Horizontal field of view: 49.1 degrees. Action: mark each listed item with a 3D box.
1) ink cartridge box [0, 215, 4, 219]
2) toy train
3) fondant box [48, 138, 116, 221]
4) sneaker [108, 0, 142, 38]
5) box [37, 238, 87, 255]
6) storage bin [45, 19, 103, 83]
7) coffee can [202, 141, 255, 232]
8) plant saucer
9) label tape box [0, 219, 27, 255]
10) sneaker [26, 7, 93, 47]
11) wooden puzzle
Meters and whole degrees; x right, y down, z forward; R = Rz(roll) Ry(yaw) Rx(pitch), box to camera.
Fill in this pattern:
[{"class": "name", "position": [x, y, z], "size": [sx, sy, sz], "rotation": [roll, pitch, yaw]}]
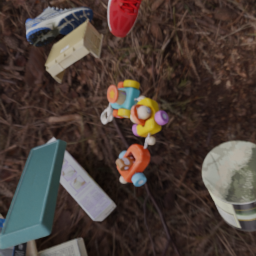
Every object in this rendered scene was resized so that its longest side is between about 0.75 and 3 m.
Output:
[{"class": "ink cartridge box", "position": [-4.328, 3.429, 8.141], "size": [1.065, 1.038, 1.657], "rotation": [43, 76, 13]}, {"class": "toy train", "position": [-0.117, -0.030, 6.327], "size": [1.863, 0.690, 2.480], "rotation": [-53, 45, 24]}, {"class": "fondant box", "position": [-1.478, 1.604, 8.351], "size": [0.731, 1.811, 2.510], "rotation": [-43, 77, -13]}, {"class": "sneaker", "position": [0.039, -4.075, 8.467], "size": [1.100, 1.622, 2.808], "rotation": [11, 115, -9]}, {"class": "box", "position": [-2.482, 4.166, 7.889], "size": [2.692, 1.046, 1.278], "rotation": [-16, 72, -5]}, {"class": "storage bin", "position": [-1.575, -2.246, 8.268], "size": [1.492, 0.699, 1.482], "rotation": [-26, 39, 24]}, {"class": "coffee can", "position": [2.400, 1.285, 5.939], "size": [1.312, 1.793, 1.312], "rotation": [-15, 51, 19]}, {"class": "plant saucer", "position": [-1.854, 1.122, 5.741], "size": [0.944, 0.256, 2.701], "rotation": [-19, 30, 6]}, {"class": "label tape box", "position": [-2.514, 2.339, 5.835], "size": [0.754, 0.348, 1.052], "rotation": [20, 40, -27]}, {"class": "sneaker", "position": [-2.700, -4.198, 10.741], "size": [2.712, 1.045, 1.155], "rotation": [-23, 69, -8]}, {"class": "wooden puzzle", "position": [-3.467, 3.748, 7.236], "size": [2.285, 0.460, 2.470], "rotation": [-17, 72, -5]}]
